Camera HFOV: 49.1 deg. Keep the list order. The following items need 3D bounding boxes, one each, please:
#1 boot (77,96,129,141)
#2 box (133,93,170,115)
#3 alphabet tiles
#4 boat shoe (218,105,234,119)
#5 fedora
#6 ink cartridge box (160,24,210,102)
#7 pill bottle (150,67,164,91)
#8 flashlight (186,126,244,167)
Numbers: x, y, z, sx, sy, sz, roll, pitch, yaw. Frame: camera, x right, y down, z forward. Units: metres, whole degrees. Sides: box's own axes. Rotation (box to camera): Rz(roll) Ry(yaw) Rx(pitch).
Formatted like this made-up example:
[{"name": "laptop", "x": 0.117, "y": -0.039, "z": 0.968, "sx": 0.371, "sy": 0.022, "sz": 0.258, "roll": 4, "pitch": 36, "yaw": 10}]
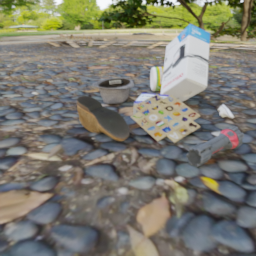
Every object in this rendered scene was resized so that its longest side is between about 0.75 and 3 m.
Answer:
[{"name": "boot", "x": -0.952, "y": -0.156, "z": 10.326, "sx": 0.978, "sy": 1.003, "sz": 2.657, "roll": -21, "pitch": 45, "yaw": -39}, {"name": "box", "x": 1.075, "y": -0.892, "z": 12.117, "sx": 1.405, "sy": 0.801, "sz": 1.528, "roll": 6, "pitch": 23, "yaw": 14}, {"name": "alphabet tiles", "x": 1.400, "y": -0.436, "z": 10.659, "sx": 2.060, "sy": 0.078, "sz": 2.476, "roll": -29, "pitch": 49, "yaw": -22}, {"name": "boat shoe", "x": 4.162, "y": -0.631, "z": 12.071, "sx": 0.434, "sy": 0.441, "sz": 1.244, "roll": -38, "pitch": 19, "yaw": 14}, {"name": "fedora", "x": -0.708, "y": -1.812, "z": 14.072, "sx": 1.973, "sy": 1.007, "sz": 2.231, "roll": 9, "pitch": 26, "yaw": 22}, {"name": "ink cartridge box", "x": 2.710, "y": -3.002, "z": 13.407, "sx": 1.228, "sy": 2.934, "sz": 2.129, "roll": 17, "pitch": -22, "yaw": -21}, {"name": "pill bottle", "x": 2.542, "y": -2.795, "z": 16.000, "sx": 2.421, "sy": 1.344, "sz": 1.344, "roll": -2, "pitch": 23, "yaw": -4}, {"name": "flashlight", "x": 2.714, "y": 0.592, "z": 8.742, "sx": 2.197, "sy": 0.744, "sz": 0.747, "roll": -22, "pitch": 9, "yaw": -33}]
